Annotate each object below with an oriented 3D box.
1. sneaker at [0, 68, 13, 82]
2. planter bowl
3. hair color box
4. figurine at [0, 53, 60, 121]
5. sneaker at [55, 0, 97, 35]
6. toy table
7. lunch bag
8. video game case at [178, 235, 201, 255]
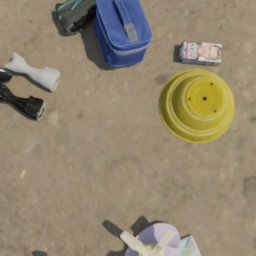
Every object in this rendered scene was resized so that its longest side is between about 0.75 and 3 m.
[{"bbox_3d":[-5.273,-1.484,9.603,2.734,1.035,1.197,-1,97,3],"label":"sneaker"},{"bbox_3d":[2.412,-0.862,9.315,2.666,1.110,2.666,0,82,1],"label":"planter bowl"},{"bbox_3d":[2.539,-2.618,9.903,1.382,0.418,0.691,5,82,1],"label":"hair color box"},{"bbox_3d":[-3.457,-1.434,9.415,1.789,0.790,1.834,26,82,-6],"label":"figurine"},{"bbox_3d":[-1.239,-4.527,9.841,2.895,1.091,1.147,-33,81,-5],"label":"sneaker"},{"bbox_3d":[0.659,3.908,8.399,2.077,1.323,2.259,27,80,17],"label":"toy table"},{"bbox_3d":[-0.209,-3.346,9.229,1.528,1.488,2.249,-16,76,-18],"label":"lunch bag"},{"bbox_3d":[1.740,4.455,9.038,1.379,0.166,1.513,-23,82,-3],"label":"video game case"}]
